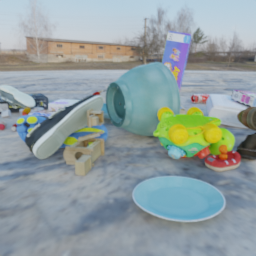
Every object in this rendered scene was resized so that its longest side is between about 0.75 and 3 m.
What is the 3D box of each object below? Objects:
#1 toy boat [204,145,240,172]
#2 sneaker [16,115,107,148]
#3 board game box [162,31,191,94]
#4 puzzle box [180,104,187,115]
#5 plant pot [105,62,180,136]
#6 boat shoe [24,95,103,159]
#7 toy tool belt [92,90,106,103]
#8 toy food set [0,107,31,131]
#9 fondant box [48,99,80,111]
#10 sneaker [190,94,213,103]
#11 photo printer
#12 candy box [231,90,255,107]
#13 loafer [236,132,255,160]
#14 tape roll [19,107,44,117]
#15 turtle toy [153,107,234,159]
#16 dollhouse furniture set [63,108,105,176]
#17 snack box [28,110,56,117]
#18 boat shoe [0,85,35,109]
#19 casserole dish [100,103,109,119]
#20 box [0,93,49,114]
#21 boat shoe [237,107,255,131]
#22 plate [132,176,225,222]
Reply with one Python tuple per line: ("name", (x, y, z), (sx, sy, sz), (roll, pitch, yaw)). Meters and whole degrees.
("toy boat", (2.094, 0.619, 6.161), (0.797, 0.521, 0.520), (-7, 16, -25))
("sneaker", (-1.804, 0.113, 7.714), (2.481, 0.880, 1.028), (4, 7, -4))
("board game box", (1.410, -1.489, 9.169), (0.671, 2.996, 2.014), (12, 15, 10))
("puzzle box", (1.674, -0.834, 12.274), (1.425, 0.272, 2.141), (-1, 15, 0))
("plant pot", (0.251, -0.746, 8.179), (1.478, 2.207, 2.207), (-11, 18, -27))
("boat shoe", (-1.553, -0.191, 6.846), (2.154, 0.815, 0.650), (-39, 59, -22))
("toy tool belt", (-0.825, -1.002, 11.807), (1.513, 0.930, 0.945), (11, 43, 39))
("toy food set", (-3.853, -0.243, 9.206), (1.298, 0.620, 0.584), (-12, 16, -5))
("fondant box", (-2.273, -0.856, 11.869), (1.791, 0.522, 1.292), (1, 14, 10))
("sneaker", (3.847, -1.449, 14.200), (0.835, 0.521, 1.559), (-7, 13, -23))
("photo printer", (3.753, -0.685, 10.323), (1.680, 0.701, 2.019), (10, 22, 8))
("candy box", (4.297, -0.957, 9.623), (0.836, 0.374, 1.226), (2, 19, -26))
("loafer", (3.052, 0.399, 7.004), (0.534, 0.522, 1.464), (10, 17, 34))
("tape roll", (-3.879, -0.601, 11.301), (0.942, 0.311, 0.942), (0, 14, 0))
("turtle toy", (1.593, 0.197, 6.720), (2.033, 1.027, 1.481), (0, 25, -8))
("dollhouse furniture set", (-1.094, 0.243, 6.304), (0.740, 1.177, 1.331), (3, 14, 13))
("snack box", (-2.483, -0.340, 10.269), (2.471, 0.300, 0.888), (7, 19, 27))
("boat shoe", (-4.658, -1.157, 11.743), (2.013, 0.622, 0.733), (29, 23, 25))
("casserole dish", (-0.547, -0.581, 10.361), (2.231, 0.433, 1.351), (6, -5, 26))
("box", (-4.972, -1.157, 12.901), (2.268, 0.579, 1.789), (-8, 18, -27))
("boat shoe", (4.238, -0.147, 7.826), (2.413, 0.868, 0.820), (16, 3, -13))
("plate", (0.818, 1.187, 4.646), (1.499, 0.192, 1.499), (0, 15, 0))
